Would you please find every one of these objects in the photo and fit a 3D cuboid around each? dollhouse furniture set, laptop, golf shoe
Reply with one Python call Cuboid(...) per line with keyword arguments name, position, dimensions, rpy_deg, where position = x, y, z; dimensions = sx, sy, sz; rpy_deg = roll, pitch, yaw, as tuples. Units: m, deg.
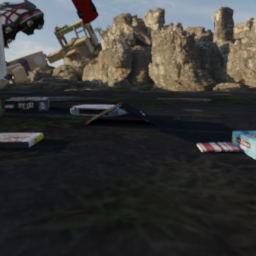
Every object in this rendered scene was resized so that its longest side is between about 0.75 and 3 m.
Cuboid(name="dollhouse furniture set", position=(-3.502, -2.879, 9.212), dimensions=(1.640, 2.311, 1.831), rpy_deg=(-28, 30, -29))
Cuboid(name="dollhouse furniture set", position=(-2.535, -3.281, 10.866), dimensions=(2.246, 1.249, 1.987), rpy_deg=(-19, 28, 14))
Cuboid(name="laptop", position=(-0.251, -0.297, 10.897), dimensions=(2.270, 1.173, 2.012), rpy_deg=(25, 10, -3))
Cuboid(name="golf shoe", position=(-3.776, -3.218, 8.619), dimensions=(2.383, 1.050, 0.920), rpy_deg=(-36, -7, -32))

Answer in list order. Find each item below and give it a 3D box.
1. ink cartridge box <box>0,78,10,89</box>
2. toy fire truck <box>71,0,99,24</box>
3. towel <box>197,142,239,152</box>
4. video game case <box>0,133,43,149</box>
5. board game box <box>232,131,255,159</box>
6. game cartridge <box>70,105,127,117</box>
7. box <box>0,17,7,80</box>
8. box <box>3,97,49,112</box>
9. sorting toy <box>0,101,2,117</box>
Cuboid(name="ink cartridge box", position=(-5.722, -2.311, 10.263), dimensions=(0.938, 1.626, 2.242), rpy_deg=(-32, -10, 16))
Cuboid(name="toy fire truck", position=(-1.271, -3.291, 6.260), dimensions=(0.442, 1.811, 1.277), rpy_deg=(-27, 29, 4))
Cuboid(name="towel", position=(2.046, 0.457, 6.434), dimensions=(0.822, 0.093, 0.592), rpy_deg=(-1, 11, 1))
Cuboid(name="video game case", position=(-2.946, 0.309, 7.067), dimensions=(1.281, 0.163, 1.158), rpy_deg=(0, 10, 1))
Cuboid(name="board game box", position=(3.332, 0.346, 6.183), dimensions=(1.620, 0.380, 1.223), rpy_deg=(0, 9, -2))
Cuboid(name="game cartridge", position=(-1.294, -0.824, 13.171), dimensions=(2.355, 0.489, 1.568), rpy_deg=(3, 6, 20))
Cuboid(name="box", position=(-4.102, -2.095, 5.533), dimensions=(2.542, 2.556, 1.670), rpy_deg=(12, 35, 2))
Cuboid(name="box", position=(-5.583, -1.349, 15.726), dimensions=(2.202, 0.598, 2.749), rpy_deg=(-3, 10, -15))
Cuboid(name="sorting toy", position=(-5.990, -0.862, 12.649), dimensions=(0.465, 0.681, 1.134), rpy_deg=(-4, 29, -23))
